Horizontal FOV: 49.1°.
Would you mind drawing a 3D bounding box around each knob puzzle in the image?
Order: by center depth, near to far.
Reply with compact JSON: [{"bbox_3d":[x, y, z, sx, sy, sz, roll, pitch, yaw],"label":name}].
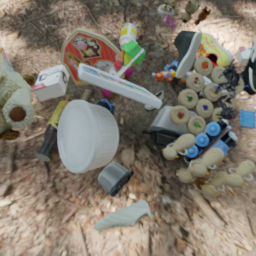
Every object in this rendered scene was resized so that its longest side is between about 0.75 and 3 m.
[{"bbox_3d":[-1.366,-2.398,9.803,2.486,2.486,0.345,4,51,3],"label":"knob puzzle"}]

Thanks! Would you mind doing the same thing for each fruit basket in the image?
[{"bbox_3d":[-0.074,-2.146,9.169,0.656,1.399,1.295,32,17,-25],"label":"fruit basket"}]

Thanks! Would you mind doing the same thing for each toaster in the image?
[{"bbox_3d":[-0.468,1.723,9.728,0.793,0.698,1.228,34,63,24],"label":"toaster"},{"bbox_3d":[1.733,0.059,10.566,2.126,1.208,1.373,15,53,22],"label":"toaster"}]

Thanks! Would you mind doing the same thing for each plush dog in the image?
[{"bbox_3d":[-3.682,-0.677,8.085,2.234,1.919,1.793,42,22,-6],"label":"plush dog"}]

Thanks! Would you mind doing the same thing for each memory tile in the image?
[{"bbox_3d":[2.754,-0.956,9.630,2.038,0.223,2.660,29,79,-10],"label":"memory tile"}]

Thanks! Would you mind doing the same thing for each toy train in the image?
[{"bbox_3d":[2.435,0.553,8.260,0.973,0.738,1.703,46,109,15],"label":"toy train"},{"bbox_3d":[1.679,-1.862,10.414,1.504,0.418,1.130,2,18,12],"label":"toy train"},{"bbox_3d":[2.332,-2.693,12.583,1.573,0.682,0.899,-27,17,-18],"label":"toy train"}]

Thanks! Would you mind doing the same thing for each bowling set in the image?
[{"bbox_3d":[1.946,1.273,7.158,2.192,1.525,1.177,24,38,37],"label":"bowling set"}]

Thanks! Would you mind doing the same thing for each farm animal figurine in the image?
[{"bbox_3d":[1.718,-3.821,9.105,1.645,0.827,1.328,-10,84,-10],"label":"farm animal figurine"}]

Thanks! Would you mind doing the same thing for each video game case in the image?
[{"bbox_3d":[-0.310,-1.177,7.617,2.136,0.253,1.945,19,14,-16],"label":"video game case"}]

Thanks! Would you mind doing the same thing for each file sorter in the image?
[{"bbox_3d":[4.919,-0.496,11.360,0.591,0.523,0.852,11,56,7],"label":"file sorter"}]

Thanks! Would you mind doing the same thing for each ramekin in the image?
[{"bbox_3d":[-1.129,0.244,7.987,0.959,2.060,2.060,2,47,-42],"label":"ramekin"}]

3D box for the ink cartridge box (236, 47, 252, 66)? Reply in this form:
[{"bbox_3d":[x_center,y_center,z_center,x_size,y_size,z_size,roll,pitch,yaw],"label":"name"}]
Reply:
[{"bbox_3d":[5.889,-3.406,13.373,1.196,0.507,0.871,2,56,-1],"label":"ink cartridge box"}]

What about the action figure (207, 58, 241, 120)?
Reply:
[{"bbox_3d":[2.878,-1.163,8.392,0.890,1.037,1.745,3,82,36],"label":"action figure"}]

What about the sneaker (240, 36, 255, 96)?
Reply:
[{"bbox_3d":[4.590,-2.337,10.427,0.883,1.351,2.416,21,62,-19],"label":"sneaker"}]

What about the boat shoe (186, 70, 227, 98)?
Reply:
[{"bbox_3d":[3.428,-1.621,12.097,2.185,0.775,0.763,41,92,21],"label":"boat shoe"}]

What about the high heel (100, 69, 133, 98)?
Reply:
[{"bbox_3d":[-0.353,-1.947,12.309,1.752,0.591,0.842,-36,51,-5],"label":"high heel"}]

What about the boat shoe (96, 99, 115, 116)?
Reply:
[{"bbox_3d":[-0.761,-0.670,9.503,0.657,1.560,0.536,37,82,5],"label":"boat shoe"}]

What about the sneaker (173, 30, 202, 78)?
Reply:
[{"bbox_3d":[1.459,-2.024,7.579,0.641,1.292,0.457,35,23,36],"label":"sneaker"}]

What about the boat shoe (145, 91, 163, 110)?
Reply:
[{"bbox_3d":[1.118,-1.177,11.932,1.077,0.345,0.397,-38,64,-23],"label":"boat shoe"}]

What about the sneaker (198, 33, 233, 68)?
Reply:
[{"bbox_3d":[3.800,-3.677,13.331,1.052,0.911,2.330,-34,62,-18],"label":"sneaker"}]

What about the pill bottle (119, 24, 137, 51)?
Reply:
[{"bbox_3d":[-0.011,-4.444,13.907,0.796,0.796,1.431,5,55,4],"label":"pill bottle"}]

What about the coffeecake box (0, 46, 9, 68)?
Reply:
[{"bbox_3d":[-5.627,-1.791,11.389,0.913,1.919,2.499,7,55,3],"label":"coffeecake box"}]

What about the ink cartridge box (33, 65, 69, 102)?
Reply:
[{"bbox_3d":[-2.808,-1.678,10.340,0.992,0.578,1.371,-15,39,9],"label":"ink cartridge box"}]

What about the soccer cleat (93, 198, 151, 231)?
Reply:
[{"bbox_3d":[-0.157,2.925,8.951,1.905,0.660,0.739,-20,60,-17],"label":"soccer cleat"}]

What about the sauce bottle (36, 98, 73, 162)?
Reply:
[{"bbox_3d":[-2.696,0.044,10.818,0.875,0.875,2.651,12,59,8],"label":"sauce bottle"}]
